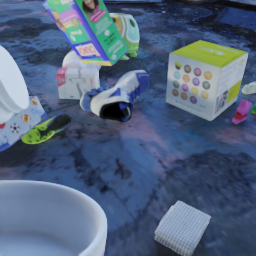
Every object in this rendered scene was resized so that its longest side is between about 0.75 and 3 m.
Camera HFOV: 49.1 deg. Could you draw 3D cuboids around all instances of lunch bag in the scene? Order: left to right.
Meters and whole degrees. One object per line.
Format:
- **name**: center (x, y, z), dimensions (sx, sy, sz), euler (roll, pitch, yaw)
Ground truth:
- **lunch bag**: center (-3.436, -0.075, 7.732), dimensions (1.771, 0.835, 2.210), euler (-11, 24, 33)

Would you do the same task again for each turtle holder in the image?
- **turtle holder**: center (-0.645, -4.264, 12.881), dimensions (2.597, 1.844, 1.973), euler (-12, 32, -34)

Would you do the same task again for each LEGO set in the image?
- **LEGO set**: center (4.533, -0.806, 8.933), dimensions (2.389, 0.980, 0.911), euler (-23, 42, -29)

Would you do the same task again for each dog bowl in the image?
- **dog bowl**: center (-1.771, 1.808, 4.114), dimensions (2.832, 1.115, 2.832), euler (7, 10, -1)

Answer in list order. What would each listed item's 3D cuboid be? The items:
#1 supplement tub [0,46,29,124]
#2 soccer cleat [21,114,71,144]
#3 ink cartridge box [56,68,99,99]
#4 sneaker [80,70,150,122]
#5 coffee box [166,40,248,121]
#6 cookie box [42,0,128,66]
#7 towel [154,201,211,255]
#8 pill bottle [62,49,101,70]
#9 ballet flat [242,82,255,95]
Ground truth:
- **supplement tub**: center (-3.005, -0.579, 5.053), dimensions (1.988, 1.435, 1.435), euler (-19, 36, 0)
- **soccer cleat**: center (-2.405, 0.048, 8.275), dimensions (1.538, 0.497, 0.643), euler (-30, 10, -27)
- **ink cartridge box**: center (-1.766, -1.578, 10.018), dimensions (1.370, 1.003, 0.567), euler (2, 36, 4)
- **sneaker**: center (-0.134, -0.890, 9.187), dimensions (2.506, 1.012, 1.447), euler (-28, 47, -24)
- **coffee box**: center (2.593, -1.686, 9.438), dimensions (1.854, 1.837, 1.857), euler (28, 44, 34)
- **cookie box**: center (-1.303, -3.112, 8.615), dimensions (0.867, 2.306, 1.973), euler (-46, 35, -19)
- **towel**: center (1.057, 1.959, 5.466), dimensions (0.781, 0.404, 0.944), euler (21, 41, 29)
- **pill bottle**: center (-1.804, -2.570, 11.168), dimensions (1.331, 1.331, 2.370), euler (5, 34, 8)
- **ballet flat**: center (4.832, -1.542, 10.522), dimensions (1.211, 0.434, 0.434), euler (-15, 37, -22)
